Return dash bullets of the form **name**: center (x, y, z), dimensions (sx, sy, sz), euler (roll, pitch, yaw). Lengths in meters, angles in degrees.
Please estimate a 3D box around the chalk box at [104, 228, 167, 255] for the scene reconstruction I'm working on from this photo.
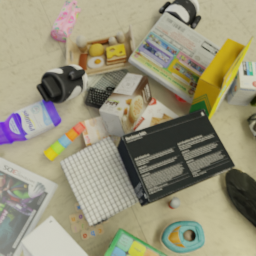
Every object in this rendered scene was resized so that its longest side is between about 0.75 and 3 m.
- **chalk box**: center (0.097, 3.442, 6.682), dimensions (1.501, 2.413, 1.494), euler (28, 69, 12)

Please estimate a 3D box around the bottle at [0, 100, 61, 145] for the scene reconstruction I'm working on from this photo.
- **bottle**: center (-3.427, -0.092, 9.155), dimensions (2.357, 0.769, 0.984), euler (-25, 85, -11)

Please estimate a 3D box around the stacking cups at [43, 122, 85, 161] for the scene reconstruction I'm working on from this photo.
- **stacking cups**: center (-1.990, 0.420, 8.975), dimensions (1.493, 0.452, 0.452), euler (-41, 71, -3)

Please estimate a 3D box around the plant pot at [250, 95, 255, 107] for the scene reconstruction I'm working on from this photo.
- **plant pot**: center (4.762, -1.073, 9.363), dimensions (0.966, 1.004, 1.004), euler (16, 67, 3)

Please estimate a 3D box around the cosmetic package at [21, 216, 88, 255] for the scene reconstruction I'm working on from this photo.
- **cosmetic package**: center (-1.827, 3.329, 7.087), dimensions (1.530, 1.535, 0.943), euler (40, 51, 17)

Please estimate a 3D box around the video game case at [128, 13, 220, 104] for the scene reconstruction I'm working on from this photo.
- **video game case**: center (1.692, -2.439, 9.589), dimensions (2.562, 0.283, 2.333), euler (35, 75, 3)

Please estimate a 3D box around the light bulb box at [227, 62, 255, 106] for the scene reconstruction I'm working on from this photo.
- **light bulb box**: center (3.946, -1.516, 9.655), dimensions (0.696, 1.115, 1.105), euler (5, 65, 2)

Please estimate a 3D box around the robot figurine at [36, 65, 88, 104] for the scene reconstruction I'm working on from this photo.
- **robot figurine**: center (-2.084, -1.416, 9.110), dimensions (1.317, 1.094, 1.754), euler (17, 31, 26)

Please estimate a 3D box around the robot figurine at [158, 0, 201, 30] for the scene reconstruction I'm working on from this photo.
- **robot figurine**: center (2.015, -4.397, 10.986), dimensions (1.347, 1.119, 1.793), euler (45, 68, -23)

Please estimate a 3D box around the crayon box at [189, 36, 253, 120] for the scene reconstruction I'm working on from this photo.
- **crayon box**: center (2.750, -1.421, 8.665), dimensions (0.715, 2.817, 1.788), euler (32, 69, 16)

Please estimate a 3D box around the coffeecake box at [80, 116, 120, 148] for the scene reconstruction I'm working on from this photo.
- **coffeecake box**: center (-0.931, 0.108, 9.297), dimensions (1.148, 0.419, 0.881), euler (-16, 67, -7)

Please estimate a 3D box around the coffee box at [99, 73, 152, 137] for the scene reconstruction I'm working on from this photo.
- **coffee box**: center (-0.018, -0.721, 8.690), dimensions (0.727, 1.042, 1.823), euler (15, 55, 28)

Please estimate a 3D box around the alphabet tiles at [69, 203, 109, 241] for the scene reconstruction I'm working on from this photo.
- **alphabet tiles**: center (-1.158, 2.688, 8.314), dimensions (1.123, 0.082, 1.098), euler (-16, 66, -7)

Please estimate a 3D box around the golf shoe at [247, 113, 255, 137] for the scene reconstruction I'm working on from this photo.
- **golf shoe**: center (4.954, -0.076, 9.285), dimensions (1.843, 0.716, 0.871), euler (-5, 70, 8)

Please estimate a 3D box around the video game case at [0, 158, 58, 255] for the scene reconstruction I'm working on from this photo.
- **video game case**: center (-3.813, 2.395, 8.317), dimensions (2.433, 0.313, 2.677), euler (22, 67, 10)

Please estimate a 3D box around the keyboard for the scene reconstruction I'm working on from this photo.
- **keyboard**: center (-0.594, -1.045, 9.732), dimensions (1.637, 0.210, 0.983), euler (15, 72, 1)

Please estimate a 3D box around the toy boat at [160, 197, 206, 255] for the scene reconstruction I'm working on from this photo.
- **toy boat**: center (1.456, 2.759, 7.934), dimensions (1.291, 0.713, 1.535), euler (-12, 66, -5)

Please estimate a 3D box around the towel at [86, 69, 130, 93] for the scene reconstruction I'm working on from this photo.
- **towel**: center (-0.648, -1.682, 10.184), dimensions (1.575, 0.283, 1.636), euler (36, 71, 15)

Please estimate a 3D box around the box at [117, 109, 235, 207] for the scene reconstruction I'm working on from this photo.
- **box**: center (1.276, 0.799, 7.865), dimensions (2.658, 1.048, 1.876), euler (-17, 72, -17)

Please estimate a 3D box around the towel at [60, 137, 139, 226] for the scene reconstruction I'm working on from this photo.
- **towel**: center (-0.771, 1.597, 8.321), dimensions (1.812, 0.937, 2.189), euler (-26, 67, -17)

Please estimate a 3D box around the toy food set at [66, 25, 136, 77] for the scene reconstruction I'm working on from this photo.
- **toy food set**: center (-0.997, -2.899, 10.210), dimensions (2.519, 0.761, 1.808), euler (-11, 57, 4)

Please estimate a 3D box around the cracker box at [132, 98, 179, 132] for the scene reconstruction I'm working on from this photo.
- **cracker box**: center (1.137, 0.125, 9.194), dimensions (2.038, 0.588, 1.365), euler (37, 70, 16)

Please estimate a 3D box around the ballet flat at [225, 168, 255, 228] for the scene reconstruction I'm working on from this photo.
- **ballet flat**: center (3.879, 2.432, 8.211), dimensions (0.960, 0.820, 2.888), euler (-43, 65, 17)

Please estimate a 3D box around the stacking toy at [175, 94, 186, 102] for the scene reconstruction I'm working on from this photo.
- **stacking toy**: center (1.680, -1.991, 10.024), dimensions (1.000, 1.000, 2.344), euler (-14, 71, -6)

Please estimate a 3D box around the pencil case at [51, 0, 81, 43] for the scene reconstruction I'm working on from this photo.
- **pencil case**: center (-2.449, -4.230, 11.091), dimensions (0.756, 0.756, 1.730), euler (15, 67, 7)
